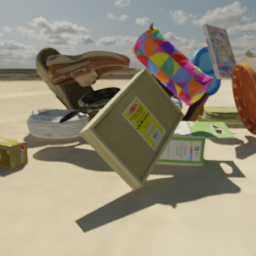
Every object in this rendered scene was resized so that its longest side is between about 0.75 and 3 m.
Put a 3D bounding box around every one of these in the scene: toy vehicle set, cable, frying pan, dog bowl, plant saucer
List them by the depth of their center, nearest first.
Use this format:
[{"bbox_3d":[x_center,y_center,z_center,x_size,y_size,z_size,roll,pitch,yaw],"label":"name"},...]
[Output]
[{"bbox_3d":[0.208,-0.086,5.098,0.276,1.296,2.086,-29,16,46],"label":"toy vehicle set"},{"bbox_3d":[3.416,-0.812,7.812,0.332,2.056,2.056,-15,11,4],"label":"plant saucer"},{"bbox_3d":[-0.931,-0.663,8.158,1.363,0.367,2.253,-7,29,18],"label":"frying pan"},{"bbox_3d":[-2.142,-0.142,8.563,1.838,0.637,1.839,-1,14,-6],"label":"cable"},{"bbox_3d":[2.635,-1.923,9.580,0.939,1.685,0.418,-14,21,-9],"label":"dog bowl"}]

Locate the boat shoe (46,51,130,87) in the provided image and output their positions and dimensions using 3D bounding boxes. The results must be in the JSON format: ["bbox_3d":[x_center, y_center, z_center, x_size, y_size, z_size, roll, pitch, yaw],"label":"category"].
[{"bbox_3d":[-1.115,-1.586,7.787,2.523,0.906,0.955,1,4,25],"label":"boat shoe"}]

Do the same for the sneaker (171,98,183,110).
[{"bbox_3d":[1.397,-0.927,11.593,1.839,0.680,0.756,12,38,24],"label":"sneaker"}]

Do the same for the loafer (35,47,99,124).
[{"bbox_3d":[-2.076,-1.415,9.664,1.115,2.947,1.006,-44,25,-23],"label":"loafer"}]

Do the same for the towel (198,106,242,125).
[{"bbox_3d":[3.942,-0.484,10.513,2.741,0.500,2.033,-1,11,1],"label":"towel"}]

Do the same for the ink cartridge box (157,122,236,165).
[{"bbox_3d":[1.089,0.303,6.281,2.237,0.663,1.161,1,16,6],"label":"ink cartridge box"}]

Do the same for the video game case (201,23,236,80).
[{"bbox_3d":[2.914,-2.345,8.731,1.248,1.742,0.157,-6,-10,-41],"label":"video game case"}]

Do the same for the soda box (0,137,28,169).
[{"bbox_3d":[-2.837,0.477,6.045,1.419,0.481,0.454,7,14,28],"label":"soda box"}]

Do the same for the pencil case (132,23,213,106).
[{"bbox_3d":[0.958,-1.395,6.202,1.945,0.860,0.860,49,29,12],"label":"pencil case"}]

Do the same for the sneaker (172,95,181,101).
[{"bbox_3d":[2.016,-1.449,11.676,0.404,1.010,0.360,12,26,22],"label":"sneaker"}]

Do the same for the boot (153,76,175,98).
[{"bbox_3d":[1.003,-1.458,9.796,2.275,0.989,2.734,-17,-10,6],"label":"boot"}]

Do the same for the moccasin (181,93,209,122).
[{"bbox_3d":[2.192,-0.514,8.931,0.510,1.322,0.484,15,22,-23],"label":"moccasin"}]
